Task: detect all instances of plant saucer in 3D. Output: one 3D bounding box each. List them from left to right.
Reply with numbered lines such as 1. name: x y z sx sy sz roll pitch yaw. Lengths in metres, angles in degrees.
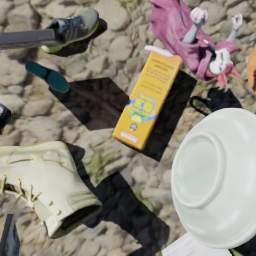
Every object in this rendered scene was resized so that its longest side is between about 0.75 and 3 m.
1. plant saucer: 1.525 0.854 5.456 0.687 2.739 2.739 17 84 -22

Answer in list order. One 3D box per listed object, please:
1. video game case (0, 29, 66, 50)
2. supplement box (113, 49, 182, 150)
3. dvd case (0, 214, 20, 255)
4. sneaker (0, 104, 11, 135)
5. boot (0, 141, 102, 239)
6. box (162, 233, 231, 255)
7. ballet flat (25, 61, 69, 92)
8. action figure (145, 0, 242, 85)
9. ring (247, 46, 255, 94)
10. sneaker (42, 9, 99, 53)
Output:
1. video game case: -2.535 -1.983 6.412 1.976 1.786 0.252 -6 104 -4
2. supplement box: 0.574 -0.812 8.175 0.954 0.986 2.867 24 87 5
3. dvd case: -2.023 2.098 4.767 0.097 1.106 0.789 3 42 -9
4. sneaker: -3.114 -0.141 6.239 0.589 1.612 0.902 31 95 -11
5. boot: -2.013 1.322 5.604 2.628 0.947 2.032 -11 48 -39
6. box: 2.207 3.993 7.921 1.637 0.432 2.099 -34 86 -4
7. ballet flat: -2.003 -1.317 7.107 1.236 0.429 0.429 30 85 -2
8. action figure: 1.166 -1.600 5.506 1.665 1.851 2.486 1 49 -36
9. ring: 3.660 -1.308 6.375 0.179 1.861 1.861 -29 84 -37
10. sneaker: -1.783 -3.011 8.466 2.038 0.825 0.753 -33 85 -3
